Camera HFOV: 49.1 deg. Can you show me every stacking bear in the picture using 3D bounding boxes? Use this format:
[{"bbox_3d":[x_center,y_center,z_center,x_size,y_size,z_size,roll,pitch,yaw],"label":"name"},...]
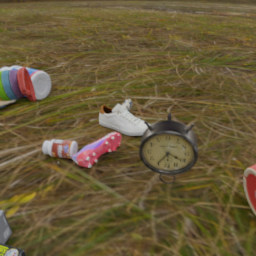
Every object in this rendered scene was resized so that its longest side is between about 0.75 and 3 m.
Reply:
[{"bbox_3d":[-3.927,-1.202,8.588,1.783,1.014,1.083,-13,-9,-4],"label":"stacking bear"}]

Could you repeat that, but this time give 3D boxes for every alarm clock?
[{"bbox_3d":[1.085,0.705,7.617,1.514,2.244,0.747,4,34,9],"label":"alarm clock"}]

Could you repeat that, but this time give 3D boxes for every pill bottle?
[{"bbox_3d":[-5.034,-2.208,13.394,2.419,1.358,1.358,15,34,25],"label":"pill bottle"},{"bbox_3d":[-2.276,0.701,9.357,1.051,0.590,0.590,4,32,9],"label":"pill bottle"}]

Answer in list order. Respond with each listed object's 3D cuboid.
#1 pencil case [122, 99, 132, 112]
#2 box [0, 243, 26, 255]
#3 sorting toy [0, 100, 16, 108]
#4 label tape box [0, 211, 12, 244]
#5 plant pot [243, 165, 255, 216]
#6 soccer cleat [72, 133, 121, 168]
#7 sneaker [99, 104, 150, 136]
[{"bbox_3d":[-0.160,-0.806,11.921,0.421,0.484,1.082,9,33,17],"label":"pencil case"},{"bbox_3d":[-2.389,2.718,5.283,1.121,1.399,0.310,8,32,14],"label":"box"},{"bbox_3d":[-6.752,-1.378,12.911,2.862,0.421,2.116,29,46,33],"label":"sorting toy"},{"bbox_3d":[-3.916,2.780,5.711,1.809,0.794,2.508,3,31,10],"label":"label tape box"},{"bbox_3d":[4.021,1.506,6.983,1.742,1.969,1.969,-13,32,-1],"label":"plant pot"},{"bbox_3d":[-1.003,0.649,9.442,0.747,0.651,1.953,18,38,33],"label":"soccer cleat"},{"bbox_3d":[-0.145,-0.349,10.752,2.230,0.944,0.812,14,32,19],"label":"sneaker"}]
